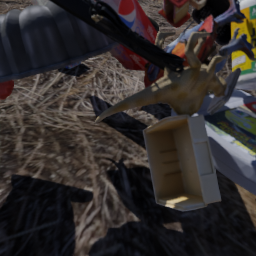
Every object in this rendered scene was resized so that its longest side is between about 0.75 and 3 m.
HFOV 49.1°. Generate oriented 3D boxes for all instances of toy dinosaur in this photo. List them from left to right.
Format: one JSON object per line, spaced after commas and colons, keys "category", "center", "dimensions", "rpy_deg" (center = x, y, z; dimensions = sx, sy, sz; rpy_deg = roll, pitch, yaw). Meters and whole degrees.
{"category": "toy dinosaur", "center": [0.982, -1.454, 5.560], "dimensions": [2.671, 1.546, 2.944], "rpy_deg": [-22, -12, 40]}
{"category": "toy dinosaur", "center": [0.644, -0.602, 3.385], "dimensions": [2.113, 1.069, 0.615], "rpy_deg": [-14, 24, -30]}

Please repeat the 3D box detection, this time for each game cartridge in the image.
{"category": "game cartridge", "center": [2.189, 0.185, 4.885], "dimensions": [1.958, 0.601, 2.942], "rpy_deg": [-19, 38, -24]}

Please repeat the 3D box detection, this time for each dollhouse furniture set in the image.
{"category": "dollhouse furniture set", "center": [1.488, -3.203, 6.461], "dimensions": [1.631, 0.878, 0.663], "rpy_deg": [-41, 76, -4]}

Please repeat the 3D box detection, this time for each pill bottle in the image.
{"category": "pill bottle", "center": [2.554, -1.794, 5.316], "dimensions": [1.128, 2.001, 1.128], "rpy_deg": [-1, -1, 0]}

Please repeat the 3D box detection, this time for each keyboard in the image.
{"category": "keyboard", "center": [0.039, -1.115, 3.504], "dimensions": [2.369, 0.244, 1.506], "rpy_deg": [24, 13, -27]}

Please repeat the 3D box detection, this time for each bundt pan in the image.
{"category": "bundt pan", "center": [-1.500, -1.652, 5.030], "dimensions": [2.594, 0.973, 2.594], "rpy_deg": [-12, 23, 5]}

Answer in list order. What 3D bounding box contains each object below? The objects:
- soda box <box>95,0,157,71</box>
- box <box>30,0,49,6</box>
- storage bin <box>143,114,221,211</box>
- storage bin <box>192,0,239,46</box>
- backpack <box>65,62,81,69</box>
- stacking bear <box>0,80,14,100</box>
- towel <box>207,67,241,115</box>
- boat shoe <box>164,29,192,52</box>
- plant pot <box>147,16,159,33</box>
{"category": "soda box", "center": [-0.176, -2.518, 6.947], "dimensions": [0.946, 2.983, 1.044], "rpy_deg": [12, 80, 31]}
{"category": "box", "center": [-2.122, -3.669, 7.195], "dimensions": [1.076, 0.881, 2.266], "rpy_deg": [-30, 74, -10]}
{"category": "storage bin", "center": [0.691, 0.467, 3.835], "dimensions": [0.531, 1.133, 1.125], "rpy_deg": [-8, -7, -13]}
{"category": "storage bin", "center": [3.273, -3.769, 8.223], "dimensions": [1.596, 2.361, 1.107], "rpy_deg": [40, 61, -12]}
{"category": "backpack", "center": [-2.852, -3.253, 12.502], "dimensions": [1.238, 0.833, 1.130], "rpy_deg": [17, 39, 21]}
{"category": "stacking bear", "center": [-3.841, -1.732, 5.866], "dimensions": [1.612, 1.722, 2.835], "rpy_deg": [15, 1, 14]}
{"category": "towel", "center": [1.687, -0.645, 4.947], "dimensions": [0.147, 0.564, 0.852], "rpy_deg": [34, 59, -2]}
{"category": "boat shoe", "center": [1.815, -2.685, 9.273], "dimensions": [1.283, 0.454, 0.582], "rpy_deg": [-40, 75, -5]}
{"category": "plant pot", "center": [0.271, -3.451, 9.982], "dimensions": [1.407, 1.404, 1.249], "rpy_deg": [33, 38, -4]}
